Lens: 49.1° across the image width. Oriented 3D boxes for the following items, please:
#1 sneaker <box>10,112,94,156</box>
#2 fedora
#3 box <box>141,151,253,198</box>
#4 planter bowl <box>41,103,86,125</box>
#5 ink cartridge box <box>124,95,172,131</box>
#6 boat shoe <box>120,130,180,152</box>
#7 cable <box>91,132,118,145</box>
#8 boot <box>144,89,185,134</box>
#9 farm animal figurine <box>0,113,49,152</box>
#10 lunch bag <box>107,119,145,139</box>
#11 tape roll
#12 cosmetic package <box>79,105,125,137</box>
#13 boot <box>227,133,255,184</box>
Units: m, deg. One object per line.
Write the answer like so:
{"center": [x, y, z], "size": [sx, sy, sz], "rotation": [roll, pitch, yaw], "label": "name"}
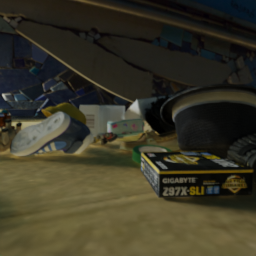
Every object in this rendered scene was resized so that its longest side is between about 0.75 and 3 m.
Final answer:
{"center": [-1.757, 0.412, 6.854], "size": [1.868, 0.753, 1.368], "rotation": [-26, -40, 20], "label": "sneaker"}
{"center": [1.852, 0.027, 5.846], "size": [2.360, 1.078, 2.360], "rotation": [3, -24, 1], "label": "fedora"}
{"center": [0.924, 0.653, 4.315], "size": [1.269, 0.392, 1.589], "rotation": [1, 4, -5], "label": "box"}
{"center": [-1.887, -0.299, 9.086], "size": [1.710, 0.712, 1.710], "rotation": [33, -16, 11], "label": "planter bowl"}
{"center": [1.292, -0.630, 12.548], "size": [2.474, 1.036, 1.795], "rotation": [-9, -13, -22], "label": "ink cartridge box"}
{"center": [0.611, 0.335, 7.427], "size": [1.756, 0.583, 0.650], "rotation": [-2, 4, -26], "label": "boat shoe"}
{"center": [-0.642, 0.204, 8.825], "size": [0.762, 0.395, 1.569], "rotation": [-20, 9, 11], "label": "cable"}
{"center": [2.110, -0.265, 10.973], "size": [2.182, 2.662, 0.985], "rotation": [-32, -18, -33], "label": "boot"}
{"center": [-2.723, 0.253, 7.584], "size": [1.760, 0.885, 1.421], "rotation": [4, 21, -17], "label": "farm animal figurine"}
{"center": [-0.098, 0.017, 10.636], "size": [1.381, 0.664, 1.722], "rotation": [-5, 2, -6], "label": "lunch bag"}
{"center": [0.509, 0.566, 5.879], "size": [0.846, 0.203, 0.846], "rotation": [4, 12, -1], "label": "tape roll"}
{"center": [-1.075, -0.363, 12.408], "size": [0.960, 1.318, 2.593], "rotation": [3, 4, 23], "label": "cosmetic package"}
{"center": [2.674, 0.465, 4.430], "size": [1.928, 0.725, 1.441], "rotation": [0, 4, 9], "label": "boot"}
